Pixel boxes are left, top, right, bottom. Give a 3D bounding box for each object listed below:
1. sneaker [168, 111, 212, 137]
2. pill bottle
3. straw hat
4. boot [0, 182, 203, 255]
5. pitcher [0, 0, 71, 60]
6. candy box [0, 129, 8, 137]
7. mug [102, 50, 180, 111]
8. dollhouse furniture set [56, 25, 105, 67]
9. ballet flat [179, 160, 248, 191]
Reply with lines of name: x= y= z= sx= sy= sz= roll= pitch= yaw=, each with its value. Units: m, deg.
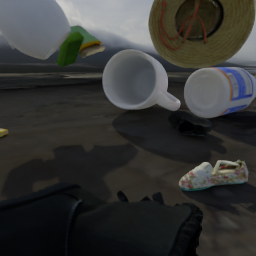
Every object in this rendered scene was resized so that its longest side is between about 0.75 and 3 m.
sneaker: x=1.473 y=-0.112 z=7.124 sx=0.834 sy=0.480 sz=1.600 roll=-6 pitch=17 yaw=-42
pill bottle: x=3.348 y=-1.288 z=9.654 sx=1.588 sy=1.588 sz=2.833 roll=13 pitch=18 yaw=43
straw hat: x=1.754 y=-2.824 z=7.196 sx=2.573 sy=2.573 sz=1.089 roll=0 pitch=22 yaw=0
boot: x=-0.337 y=0.987 z=2.176 sx=1.572 sy=0.710 sz=1.918 roll=7 pitch=11 yaw=26
pitcher: x=-2.972 y=-2.811 z=7.156 sx=2.202 sy=2.566 sz=1.556 roll=-40 pitch=17 yaw=28
candy box: x=-3.558 y=0.123 z=6.909 sx=1.000 sy=0.132 sz=0.511 roll=3 pitch=16 yaw=12
mug: x=0.749 y=-1.516 z=10.459 sx=2.750 sy=2.031 sz=2.411 roll=37 pitch=16 yaw=16
dollhouse furniture set: x=-1.827 y=-3.220 z=9.661 sx=1.438 sy=1.101 sz=2.194 roll=45 pitch=48 yaw=12
ballet flat: x=1.274 y=0.666 z=4.171 sx=1.121 sy=0.358 sz=0.424 roll=-5 pitch=15 yaw=-17
